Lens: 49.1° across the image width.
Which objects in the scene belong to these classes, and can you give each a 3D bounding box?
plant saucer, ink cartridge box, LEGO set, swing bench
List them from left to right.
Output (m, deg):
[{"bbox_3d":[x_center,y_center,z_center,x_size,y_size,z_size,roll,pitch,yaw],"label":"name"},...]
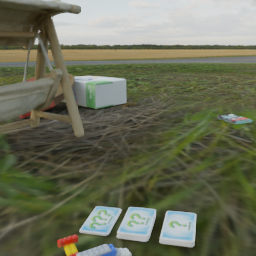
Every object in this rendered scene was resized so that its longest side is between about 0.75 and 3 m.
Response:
[{"bbox_3d":[-2.441,-0.976,5.262,1.864,2.873,2.858,10,18,32],"label":"swing bench"},{"bbox_3d":[-2.683,-0.781,7.720,1.056,1.054,0.194,-21,44,-8],"label":"plant saucer"},{"bbox_3d":[-2.944,-1.143,9.169,2.549,0.375,2.549,-10,32,6],"label":"plant saucer"},{"bbox_3d":[-1.321,-1.347,10.181,2.095,0.917,1.522,12,20,41],"label":"ink cartridge box"},{"bbox_3d":[-0.057,1.093,2.551,1.247,0.410,1.669,1,16,17],"label":"LEGO set"}]

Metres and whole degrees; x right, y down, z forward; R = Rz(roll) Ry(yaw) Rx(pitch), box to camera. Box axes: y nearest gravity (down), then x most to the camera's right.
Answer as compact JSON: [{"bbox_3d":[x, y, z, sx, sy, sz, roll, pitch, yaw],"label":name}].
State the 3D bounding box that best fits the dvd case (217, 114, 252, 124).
[{"bbox_3d":[2.973,-0.251,7.838,0.554,0.083,0.759,-7,18,-23],"label":"dvd case"}]
